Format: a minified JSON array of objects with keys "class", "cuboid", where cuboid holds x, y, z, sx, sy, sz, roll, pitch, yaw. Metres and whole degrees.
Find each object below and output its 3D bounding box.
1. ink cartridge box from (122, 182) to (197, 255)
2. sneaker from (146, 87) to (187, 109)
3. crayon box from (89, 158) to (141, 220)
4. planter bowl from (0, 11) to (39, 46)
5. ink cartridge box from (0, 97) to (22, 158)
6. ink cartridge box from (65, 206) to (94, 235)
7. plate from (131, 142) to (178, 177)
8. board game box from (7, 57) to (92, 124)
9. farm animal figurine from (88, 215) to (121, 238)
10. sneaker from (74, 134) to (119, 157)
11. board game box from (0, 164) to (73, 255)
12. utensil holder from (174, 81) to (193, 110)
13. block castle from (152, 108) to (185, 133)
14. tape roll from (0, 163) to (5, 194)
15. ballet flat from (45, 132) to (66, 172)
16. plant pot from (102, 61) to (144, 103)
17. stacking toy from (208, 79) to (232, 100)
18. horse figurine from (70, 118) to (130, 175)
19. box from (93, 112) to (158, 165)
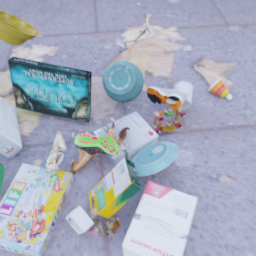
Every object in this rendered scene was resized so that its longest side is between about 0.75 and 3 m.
[{"class":"ink cartridge box","cuboid":[0.853,2.623,7.435,1.456,0.823,1.988,17,51,15]},{"class":"sneaker","cuboid":[1.434,-1.196,10.352,1.619,0.613,0.745,25,41,33]},{"class":"crayon box","cuboid":[-0.411,1.757,7.844,1.647,0.425,1.036,-45,31,18]},{"class":"planter bowl","cuboid":[-4.486,-3.713,10.759,1.879,0.782,1.879,29,22,-13]},{"class":"ink cartridge box","cuboid":[-4.730,-0.583,8.836,0.724,2.887,2.341,-38,46,7]},{"class":"ink cartridge box","cuboid":[-1.306,2.458,7.415,0.599,0.825,0.361,49,57,4]},{"class":"plate","cuboid":[0.744,0.880,8.756,1.706,0.218,1.706,-25,21,10]},{"class":"board game box","cuboid":[-2.724,-1.306,9.948,2.889,1.954,0.407,12,37,8]},{"class":"farm animal figurine","cuboid":[-0.625,2.735,7.540,0.876,0.441,0.708,-14,9,-6]},{"class":"sneaker","cuboid":[-0.952,0.557,8.602,1.434,0.601,0.550,18,58,-13]},{"class":"board game box","cuboid":[-2.772,2.264,8.017,1.644,0.419,2.446,9,49,8]},{"class":"utensil holder","cuboid":[2.106,-1.232,10.839,0.743,0.743,0.874,8,58,7]},{"class":"block castle","cuboid":[1.444,-0.233,9.916,1.118,0.747,0.525,-12,43,-23]},{"class":"tape roll","cuboid":[-4.793,1.265,7.120,2.985,2.985,0.717,-2,64,-2]},{"class":"ballet flat","cuboid":[-2.194,0.761,8.774,0.437,0.517,1.368,7,58,5]},{"class":"plant pot","cuboid":[-0.253,-1.741,10.321,1.611,1.611,1.513,5,6,4]},{"class":"stacking toy","cuboid":[3.783,-1.451,11.287,0.685,0.685,0.937,-37,77,-28]},{"class":"horse figurine","cuboid":[-0.973,0.487,9.215,2.222,0.554,1.472,-19,47,2]},{"class":"box","cuboid":[-0.092,0.306,9.772,1.820,0.375,1.419,-27,55,-20]}]
